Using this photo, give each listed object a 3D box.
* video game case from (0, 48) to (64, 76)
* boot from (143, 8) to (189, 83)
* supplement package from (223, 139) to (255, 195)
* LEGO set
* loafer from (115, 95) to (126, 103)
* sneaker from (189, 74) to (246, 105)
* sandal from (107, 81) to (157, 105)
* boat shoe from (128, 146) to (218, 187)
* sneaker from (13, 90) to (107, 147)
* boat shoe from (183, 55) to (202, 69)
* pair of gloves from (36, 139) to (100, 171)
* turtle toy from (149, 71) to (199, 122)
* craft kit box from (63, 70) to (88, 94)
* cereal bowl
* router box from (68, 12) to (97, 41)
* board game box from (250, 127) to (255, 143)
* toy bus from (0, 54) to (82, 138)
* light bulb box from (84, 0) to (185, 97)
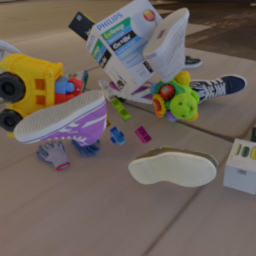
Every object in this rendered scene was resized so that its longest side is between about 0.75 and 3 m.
[{"bbox_3d":[-3.917,-2.125,10.919,2.773,0.242,1.983,14,43,-23],"label":"video game case"},{"bbox_3d":[1.274,-2.372,8.101,0.871,1.132,2.368,2,49,44],"label":"boot"},{"bbox_3d":[2.826,0.915,6.784,0.753,0.748,0.993,13,42,27],"label":"supplement package"},{"bbox_3d":[-0.374,-0.197,8.189,0.890,0.957,2.333,-34,74,-10],"label":"LEGO set"},{"bbox_3d":[-0.272,-1.263,10.769,0.374,0.383,1.049,-6,26,-20],"label":"loafer"},{"bbox_3d":[3.104,-1.391,10.321,2.257,0.791,1.224,-1,23,29],"label":"sneaker"},{"bbox_3d":[0.594,-1.424,10.316,2.722,0.669,1.108,4,41,-11],"label":"sandal"},{"bbox_3d":[0.952,0.760,6.039,0.695,0.831,2.324,-38,15,-36],"label":"boat shoe"},{"bbox_3d":[-1.334,0.096,6.198,2.129,1.214,0.772,-25,41,-28],"label":"sneaker"},{"bbox_3d":[3.002,-3.363,14.109,1.694,0.601,0.611,-13,34,-20],"label":"boat shoe"},{"bbox_3d":[-1.682,0.590,8.053,1.740,0.198,1.399,-22,40,-30],"label":"pair of gloves"},{"bbox_3d":[1.451,-0.864,8.797,1.146,1.653,2.268,-25,22,-18],"label":"turtle toy"},{"bbox_3d":[-2.226,-1.539,10.402,1.348,0.331,1.365,-7,43,12],"label":"craft kit box"},{"bbox_3d":[-4.976,-2.122,10.792,1.120,2.688,2.688,-36,17,29],"label":"cereal bowl"},{"bbox_3d":[-0.895,-3.292,10.796,2.638,0.689,2.074,37,15,-12],"label":"router box"},{"bbox_3d":[4.083,0.549,7.883,1.266,0.264,1.872,12,28,23],"label":"board game box"},{"bbox_3d":[-2.033,-0.698,6.734,1.815,1.891,1.283,7,26,-2],"label":"toy bus"},{"bbox_3d":[0.195,-2.626,9.137,2.221,2.241,1.398,-41,4,-21],"label":"light bulb box"}]
